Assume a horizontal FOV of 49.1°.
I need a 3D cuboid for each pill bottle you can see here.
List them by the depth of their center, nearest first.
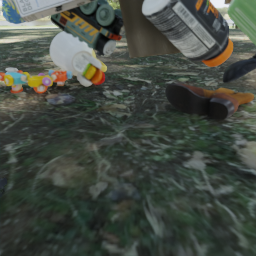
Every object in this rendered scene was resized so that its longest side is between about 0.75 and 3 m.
[{"bbox_3d":[1.405,-2.230,6.087,2.138,1.135,1.135,32,6,-33],"label":"pill bottle"}]

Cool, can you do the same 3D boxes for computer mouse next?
[{"bbox_3d":[2.896,-1.566,6.979,1.280,0.337,0.886,-30,11,1],"label":"computer mouse"}]

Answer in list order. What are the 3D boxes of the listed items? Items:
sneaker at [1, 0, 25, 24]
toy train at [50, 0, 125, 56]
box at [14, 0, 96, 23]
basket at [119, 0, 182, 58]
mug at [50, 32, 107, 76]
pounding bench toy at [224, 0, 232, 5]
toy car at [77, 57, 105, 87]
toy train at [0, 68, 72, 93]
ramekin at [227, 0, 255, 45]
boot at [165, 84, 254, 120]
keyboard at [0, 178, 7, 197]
[{"bbox_3d":[-3.427,-3.664,8.387,0.827,1.147,2.184,46,12,4],"label":"sneaker"},{"bbox_3d":[-1.315,-3.600,9.308,2.767,1.577,1.179,38,24,14],"label":"toy train"},{"bbox_3d":[-1.734,-3.757,7.043,2.443,1.425,0.735,-19,14,-4],"label":"box"},{"bbox_3d":[0.714,-3.458,7.662,1.956,2.876,2.593,4,18,34],"label":"basket"},{"bbox_3d":[-2.259,-3.451,13.270,2.407,1.928,1.976,-18,36,-22],"label":"mug"},{"bbox_3d":[2.869,-3.369,6.328,0.728,1.173,0.915,-10,33,-20],"label":"pounding bench toy"},{"bbox_3d":[-1.445,-2.237,11.617,0.977,1.141,1.303,28,10,-28],"label":"toy car"},{"bbox_3d":[-3.588,-1.838,10.973,2.589,0.720,1.945,2,22,-3],"label":"toy train"},{"bbox_3d":[2.458,-2.068,3.794,1.105,2.262,2.262,43,33,3],"label":"ramekin"},{"bbox_3d":[2.677,-1.127,9.147,2.236,0.813,2.375,17,28,34],"label":"boot"},{"bbox_3d":[-2.514,1.359,4.267,0.873,0.332,1.678,-15,17,26],"label":"keyboard"}]
